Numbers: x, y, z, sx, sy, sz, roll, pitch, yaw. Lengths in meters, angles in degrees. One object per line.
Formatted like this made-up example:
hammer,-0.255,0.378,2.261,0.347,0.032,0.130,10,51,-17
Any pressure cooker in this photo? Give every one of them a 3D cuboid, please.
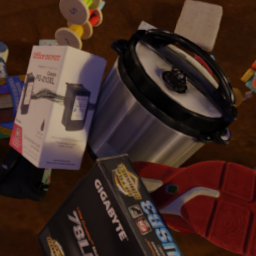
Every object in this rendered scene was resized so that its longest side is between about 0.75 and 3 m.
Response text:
pressure cooker,0.622,-0.425,5.622,2.434,2.767,2.472,14,43,-28

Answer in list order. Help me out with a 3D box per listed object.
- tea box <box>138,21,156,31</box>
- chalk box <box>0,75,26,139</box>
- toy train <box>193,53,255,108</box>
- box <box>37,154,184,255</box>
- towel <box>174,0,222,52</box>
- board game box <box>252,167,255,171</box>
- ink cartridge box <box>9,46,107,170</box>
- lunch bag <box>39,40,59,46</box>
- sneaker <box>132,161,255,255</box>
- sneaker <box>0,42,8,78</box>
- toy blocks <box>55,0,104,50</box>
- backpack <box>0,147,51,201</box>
tea box,0.365,-2.219,7.555,0.554,0.816,0.830,26,66,-4
chalk box,-2.592,-0.676,7.965,2.568,1.603,1.592,-6,97,-3
toy train,2.405,-1.244,6.465,2.196,0.611,1.649,-12,101,28
box,-0.268,2.328,4.350,0.699,2.793,2.814,-8,58,-42
towel,2.683,-3.971,10.790,1.582,0.411,2.387,17,63,11
board game box,3.286,1.588,5.522,2.658,0.854,1.961,-27,48,-17
ink cartridge box,-1.427,-0.451,5.494,1.556,0.907,2.150,19,95,48
lunch bag,-2.779,-2.651,9.974,0.764,0.547,0.897,2,70,-2
sneaker,1.371,1.311,4.632,2.990,1.727,1.172,11,71,39
sneaker,-4.276,-1.502,9.174,1.253,1.070,2.844,11,69,-5
toy blocks,-1.037,-3.147,7.279,0.738,1.694,2.033,27,54,-4
backpack,-2.709,1.066,7.610,1.410,1.069,1.689,10,62,-6
